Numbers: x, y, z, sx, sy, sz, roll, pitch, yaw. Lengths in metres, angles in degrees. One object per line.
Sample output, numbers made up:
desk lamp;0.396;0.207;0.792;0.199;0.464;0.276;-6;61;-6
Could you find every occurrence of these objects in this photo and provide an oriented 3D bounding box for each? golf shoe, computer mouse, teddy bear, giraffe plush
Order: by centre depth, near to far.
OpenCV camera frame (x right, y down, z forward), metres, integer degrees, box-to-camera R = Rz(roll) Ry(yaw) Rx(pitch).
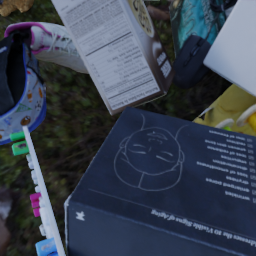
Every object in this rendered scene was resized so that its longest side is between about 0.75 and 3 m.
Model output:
computer mouse;1.411;-1.680;5.044;0.695;2.373;0.404;39;39;19
golf shoe;-1.393;-1.734;6.052;2.609;1.194;0.983;10;102;10
giraffe plush;3.113;-0.097;6.452;2.774;2.394;2.250;-42;81;-6
teddy bear;-3.692;-4.023;8.869;1.582;0.528;1.147;-4;61;7

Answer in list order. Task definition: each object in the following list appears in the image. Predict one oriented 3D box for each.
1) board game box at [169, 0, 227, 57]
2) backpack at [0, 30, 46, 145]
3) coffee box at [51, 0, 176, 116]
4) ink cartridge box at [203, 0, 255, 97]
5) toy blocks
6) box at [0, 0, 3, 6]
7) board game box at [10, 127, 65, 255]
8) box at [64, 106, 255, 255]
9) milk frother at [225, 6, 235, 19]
board game box;1.867;-2.924;7.718;0.368;1.767;2.612;9;65;-26
backpack;-2.263;-0.534;4.927;1.799;1.386;1.713;-24;50;6
coffee box;-0.213;-1.562;4.289;0.941;1.333;2.358;-21;107;23
ink cartridge box;2.815;-1.818;4.325;1.892;1.901;2.591;34;57;9
toy blocks;2.035;0.429;4.084;1.213;0.529;1.456;-25;61;-22
box;-2.322;-2.514;4.447;0.810;0.203;0.816;19;98;-16
board game box;-1.182;1.355;3.947;0.264;2.041;2.042;-16;51;-20
box;0.506;0.811;3.270;1.842;1.141;1.810;14;34;11
milk frother;3.194;-2.278;7.736;1.887;1.811;2.006;28;103;47
